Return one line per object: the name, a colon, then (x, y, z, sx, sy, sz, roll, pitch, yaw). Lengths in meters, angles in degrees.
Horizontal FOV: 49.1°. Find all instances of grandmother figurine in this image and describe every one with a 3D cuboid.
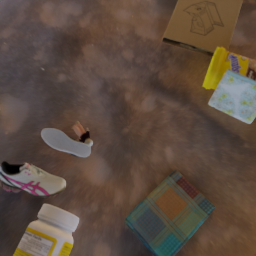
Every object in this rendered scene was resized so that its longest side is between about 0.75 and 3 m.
grandmother figurine: (-1.217, 0.204, 7.505, 0.781, 0.237, 0.474, 47, 112, 22)

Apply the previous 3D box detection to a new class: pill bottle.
pill bottle: (-1.810, 2.654, 5.927, 1.061, 1.061, 1.857, 19, 64, 9)

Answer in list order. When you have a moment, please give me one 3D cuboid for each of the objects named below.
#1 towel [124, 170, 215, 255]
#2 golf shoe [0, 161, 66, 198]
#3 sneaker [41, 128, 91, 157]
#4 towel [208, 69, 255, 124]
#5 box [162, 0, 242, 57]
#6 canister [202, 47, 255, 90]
towel: (1.001, 2.067, 6.692, 1.853, 0.201, 1.359, -41, 72, -17)
golf shoe: (-2.290, 1.205, 6.669, 1.626, 0.749, 0.590, 6, 33, 3)
sneaker: (-1.578, 0.407, 7.000, 1.269, 0.629, 0.449, 25, 75, -12)
towel: (2.997, -0.830, 7.540, 1.292, 1.106, 0.311, 28, 26, 8)
box: (2.471, -3.546, 9.259, 2.067, 0.269, 2.529, 19, 67, 9)
canister: (3.179, -1.493, 8.054, 1.718, 0.744, 1.276, 21, 66, 8)
